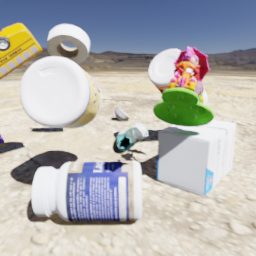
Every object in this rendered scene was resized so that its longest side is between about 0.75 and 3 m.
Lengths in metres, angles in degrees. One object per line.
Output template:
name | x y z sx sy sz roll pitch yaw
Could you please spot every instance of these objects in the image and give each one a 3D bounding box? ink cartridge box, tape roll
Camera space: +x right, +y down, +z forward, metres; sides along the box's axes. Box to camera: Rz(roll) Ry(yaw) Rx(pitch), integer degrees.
ink cartridge box | 2.121 0.728 8.580 1.591 1.619 2.199 12 19 36
tape roll | -2.163 -2.988 10.170 1.499 1.499 0.524 1 60 4

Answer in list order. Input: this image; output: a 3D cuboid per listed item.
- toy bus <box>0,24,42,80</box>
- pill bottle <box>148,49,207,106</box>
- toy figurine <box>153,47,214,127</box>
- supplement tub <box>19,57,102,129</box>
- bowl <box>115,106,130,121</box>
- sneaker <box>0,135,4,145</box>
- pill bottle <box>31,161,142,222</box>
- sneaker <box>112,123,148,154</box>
toy bus | -3.715 -1.891 7.690 2.477 0.970 0.806 -37 45 -7
pill bottle | 1.983 -1.603 10.640 1.493 1.493 2.615 14 -16 41
toy figurine | 1.500 -1.282 7.270 1.558 1.910 2.075 4 -21 19
supplement tub | -1.575 -0.792 7.231 1.619 1.619 2.227 2 0 6
bowl | -0.418 -0.696 15.409 1.013 0.476 1.013 43 3 -3
sneaker | -5.565 0.348 11.772 0.432 0.618 1.242 -12 19 -38
pill bottle | -0.885 1.464 6.485 2.354 1.362 1.362 -1 16 -1
sneaker | -0.093 0.287 5.703 0.511 0.435 1.121 -36 -5 -40
